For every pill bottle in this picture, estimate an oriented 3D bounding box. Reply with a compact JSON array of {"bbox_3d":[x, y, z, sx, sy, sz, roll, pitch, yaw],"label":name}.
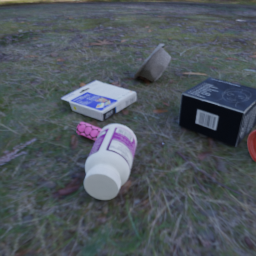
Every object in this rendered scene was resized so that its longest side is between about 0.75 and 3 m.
[{"bbox_3d":[-0.558,1.036,8.836,1.375,1.375,2.450,5,32,9],"label":"pill bottle"}]

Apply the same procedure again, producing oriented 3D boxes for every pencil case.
[{"bbox_3d":[-1.448,0.213,10.985,1.283,0.582,0.601,19,69,31],"label":"pencil case"}]

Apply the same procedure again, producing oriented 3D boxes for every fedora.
[{"bbox_3d":[1.560,-3.546,16.109,1.165,2.282,2.580,38,66,-1],"label":"fedora"}]

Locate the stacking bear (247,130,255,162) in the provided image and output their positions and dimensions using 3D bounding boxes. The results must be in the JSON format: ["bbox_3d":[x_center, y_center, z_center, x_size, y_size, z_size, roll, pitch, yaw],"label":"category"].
[{"bbox_3d":[5.289,0.456,10.119,1.857,1.128,1.056,-8,63,-34],"label":"stacking bear"}]

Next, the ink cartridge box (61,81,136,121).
[{"bbox_3d":[-1.394,-1.372,13.519,2.609,0.613,2.578,18,38,32],"label":"ink cartridge box"}]

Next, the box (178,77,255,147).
[{"bbox_3d":[3.856,-0.794,11.566,2.573,1.595,2.529,24,39,33],"label":"box"}]
